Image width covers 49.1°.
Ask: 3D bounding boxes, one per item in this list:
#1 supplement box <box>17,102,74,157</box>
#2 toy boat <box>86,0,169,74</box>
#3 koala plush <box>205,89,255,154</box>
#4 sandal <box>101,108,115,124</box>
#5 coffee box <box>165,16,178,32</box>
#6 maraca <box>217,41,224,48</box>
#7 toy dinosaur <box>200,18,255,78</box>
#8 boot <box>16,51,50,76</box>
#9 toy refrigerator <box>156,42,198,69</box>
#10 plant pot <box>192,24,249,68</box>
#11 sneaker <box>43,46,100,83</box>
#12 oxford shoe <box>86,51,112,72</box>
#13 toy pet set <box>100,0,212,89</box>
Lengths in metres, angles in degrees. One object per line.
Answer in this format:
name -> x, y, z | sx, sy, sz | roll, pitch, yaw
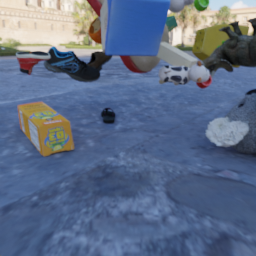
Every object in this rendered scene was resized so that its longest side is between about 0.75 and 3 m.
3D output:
supplement box -> -2.287, -0.058, 7.525 | 0.817, 0.845, 2.457 | -13, 24, -30
toy boat -> -0.303, -2.759, 7.306 | 1.886, 2.885, 1.882 | -8, 35, 38
koala plush -> 3.218, -0.064, 6.218 | 2.285, 2.368, 2.576 | -4, -6, -44
sandal -> -0.670, -0.480, 9.705 | 0.508, 0.323, 1.351 | -3, 17, -9
coffee box -> 0.804, -3.877, 11.182 | 1.306, 0.467, 2.124 | -40, 31, -20
maraca -> 2.785, -1.900, 7.111 | 1.064, 0.730, 0.569 | 14, 44, 31
toy dinosaur -> 2.734, -1.813, 6.314 | 2.299, 1.176, 0.885 | -3, 25, 31
boot -> -2.707, -1.859, 8.145 | 0.939, 0.677, 0.340 | -2, 37, -4
toy refrigerator -> 1.047, -1.566, 6.262 | 0.918, 0.321, 0.348 | 36, 35, 23
plant pot -> 2.995, -2.829, 9.522 | 1.369, 1.329, 1.338 | 7, 11, -14
sneaker -> -1.837, -2.135, 9.546 | 1.955, 0.801, 0.716 | 12, 38, -19
oxford shoe -> -1.014, -2.649, 10.344 | 0.529, 0.615, 1.457 | 13, 61, 50
toy pet set -> 0.799, -2.269, 5.373 | 2.657, 2.846, 1.511 | -3, -1, -17
